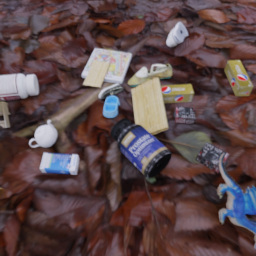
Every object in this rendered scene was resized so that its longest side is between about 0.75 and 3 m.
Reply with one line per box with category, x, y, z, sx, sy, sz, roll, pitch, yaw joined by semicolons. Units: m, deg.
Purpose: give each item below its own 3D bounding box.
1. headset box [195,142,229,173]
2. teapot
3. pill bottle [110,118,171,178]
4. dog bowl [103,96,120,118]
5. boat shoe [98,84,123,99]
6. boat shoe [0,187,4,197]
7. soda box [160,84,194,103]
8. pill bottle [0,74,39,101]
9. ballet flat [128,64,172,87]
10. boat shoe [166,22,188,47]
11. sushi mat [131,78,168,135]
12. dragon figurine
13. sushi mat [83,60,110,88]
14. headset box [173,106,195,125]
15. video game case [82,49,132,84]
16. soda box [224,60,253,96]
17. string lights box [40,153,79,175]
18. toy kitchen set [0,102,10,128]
headset box;2.906;1.022;9.525;0.954;0.368;0.710;31;58;21
teapot;-2.976;0.253;9.829;0.850;0.629;0.861;-10;63;27
pill bottle;0.364;0.610;9.352;1.140;1.140;2.038;-34;59;-24
dog bowl;-0.672;-0.864;11.100;0.594;0.264;1.066;4;47;6
boat shoe;-0.706;-1.473;11.547;1.117;0.395;0.355;-34;57;-26
boat shoe;-4.472;2.315;8.347;0.551;0.552;1.567;29;56;18
soda box;1.780;-1.377;11.383;1.636;0.524;0.554;-3;52;-3
pill bottle;-4.636;-1.641;11.288;1.831;1.003;1.003;-7;51;-5
ballet flat;0.935;-2.337;12.047;2.055;0.726;0.726;-15;52;-12
boat shoe;2.352;-4.571;13.781;0.832;0.739;2.260;55;34;-11
sushi mat;0.781;-0.789;10.743;1.242;0.157;2.597;-22;50;22
dragon figurine;3.275;2.065;8.000;1.321;0.782;2.657;-3;77;10
sushi mat;-1.360;-2.366;12.201;0.785;0.099;1.640;9;54;9
headset box;2.146;-0.490;10.793;0.822;0.317;0.612;5;51;5
video game case;-0.938;-2.858;12.783;1.825;0.230;2.006;10;51;8
soda box;4.695;-2.145;11.990;0.586;0.554;1.729;-3;50;-3
string lights box;-2.276;1.199;9.353;1.172;0.345;0.602;4;59;3
toy kitchen set;-5.036;-0.408;10.385;1.056;1.171;0.955;-10;93;-7
